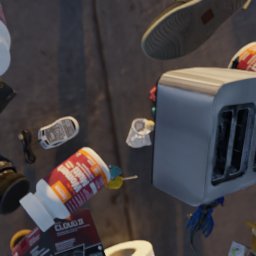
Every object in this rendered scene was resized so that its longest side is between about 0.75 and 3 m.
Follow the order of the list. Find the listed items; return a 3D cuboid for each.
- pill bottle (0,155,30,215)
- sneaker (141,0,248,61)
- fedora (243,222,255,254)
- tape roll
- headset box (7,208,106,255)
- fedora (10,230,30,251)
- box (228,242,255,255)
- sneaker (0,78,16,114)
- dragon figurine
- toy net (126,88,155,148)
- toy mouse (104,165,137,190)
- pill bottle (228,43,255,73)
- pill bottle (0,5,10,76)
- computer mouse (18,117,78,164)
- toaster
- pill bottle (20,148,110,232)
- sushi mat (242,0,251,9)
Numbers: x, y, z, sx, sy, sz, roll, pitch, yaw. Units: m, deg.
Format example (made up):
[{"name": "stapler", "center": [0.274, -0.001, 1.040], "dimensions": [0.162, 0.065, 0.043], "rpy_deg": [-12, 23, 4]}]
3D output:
[{"name": "pill bottle", "center": [-3.322, 1.058, 6.314], "dimensions": [2.104, 1.177, 1.177], "rpy_deg": [25, 85, 16]}, {"name": "sneaker", "center": [1.317, -2.582, 6.464], "dimensions": [2.760, 1.466, 1.032], "rpy_deg": [-35, 124, -3]}, {"name": "fedora", "center": [2.360, 1.928, 4.575], "dimensions": [1.095, 1.095, 0.447], "rpy_deg": [20, 85, 2]}, {"name": "tape roll", "center": [-0.116, 3.601, 7.358], "dimensions": [1.704, 1.704, 0.596], "rpy_deg": [-16, 85, -2]}, {"name": "headset box", "center": [-1.235, 2.944, 5.181], "dimensions": [1.983, 1.029, 2.665], "rpy_deg": [-46, 57, 34]}, {"name": "fedora", "center": [-2.899, 3.327, 8.045], "dimensions": [0.890, 0.363, 0.890], "rpy_deg": [1, 84, -5]}, {"name": "box", "center": [2.440, 2.813, 5.039], "dimensions": [1.727, 0.300, 0.951], "rpy_deg": [30, 75, -19]}, {"name": "sneaker", "center": [-3.485, -0.824, 5.655], "dimensions": [1.042, 2.787, 1.481], "rpy_deg": [36, 80, 13]}, {"name": "dragon figurine", "center": [1.677, 2.141, 6.467], "dimensions": [0.538, 0.909, 1.829], "rpy_deg": [24, 98, 12]}, {"name": "toy net", "center": [0.815, -0.417, 8.352], "dimensions": [2.425, 0.468, 1.272], "rpy_deg": [-40, 86, -3]}, {"name": "toy mouse", "center": [-0.553, 1.050, 5.884], "dimensions": [1.199, 1.066, 0.232], "rpy_deg": [-17, 51, 17]}, {"name": "pill bottle", "center": [3.367, -0.880, 6.129], "dimensions": [1.265, 1.265, 2.310], "rpy_deg": [-30, 43, -3]}, {"name": "pill bottle", "center": [-2.634, -1.711, 4.802], "dimensions": [1.048, 1.048, 1.835], "rpy_deg": [-27, 56, -3]}, {"name": "computer mouse", "center": [-2.296, 0.289, 8.339], "dimensions": [1.866, 0.409, 1.023], "rpy_deg": [-22, 80, 4]}, {"name": "toaster", "center": [1.737, -0.026, 5.274], "dimensions": [2.319, 1.522, 2.564], "rpy_deg": [-8, 108, -32]}, {"name": "pill bottle", "center": [-1.020, 1.003, 4.646], "dimensions": [1.365, 0.748, 0.748], "rpy_deg": [-38, 85, -24]}, {"name": "sushi mat", "center": [3.770, -4.413, 8.932], "dimensions": [0.602, 0.076, 1.257], "rpy_deg": [31, 85, 3]}]
